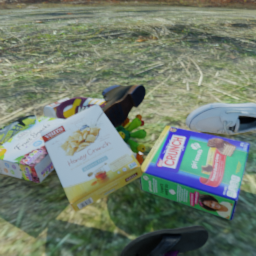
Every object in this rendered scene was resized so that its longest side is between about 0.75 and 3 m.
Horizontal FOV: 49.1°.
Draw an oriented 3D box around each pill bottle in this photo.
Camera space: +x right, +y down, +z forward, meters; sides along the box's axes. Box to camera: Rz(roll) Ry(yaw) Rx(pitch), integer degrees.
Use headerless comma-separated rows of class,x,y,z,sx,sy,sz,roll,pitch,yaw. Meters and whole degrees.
pill bottle,-2.547,-0.711,11.000,0.758,0.758,1.351,23,37,35

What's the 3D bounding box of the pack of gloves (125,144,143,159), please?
pack of gloves,-1.378,0.513,9.047,2.458,0.577,2.925,-22,36,-34

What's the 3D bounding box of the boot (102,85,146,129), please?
boot,-0.549,-0.718,9.371,1.158,0.893,2.389,18,46,40

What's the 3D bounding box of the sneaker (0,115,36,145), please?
sneaker,-3.737,0.045,9.481,1.481,0.566,0.558,-32,6,-7

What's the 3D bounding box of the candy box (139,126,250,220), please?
candy box,1.787,1.052,7.493,2.405,0.926,2.034,12,42,24

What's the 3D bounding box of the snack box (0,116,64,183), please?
snack box,-2.711,0.548,8.665,1.736,0.647,2.441,7,33,23

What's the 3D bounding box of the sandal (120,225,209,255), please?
sandal,0.787,2.394,5.575,1.909,0.718,0.457,-9,27,-14

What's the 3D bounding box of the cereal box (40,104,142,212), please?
cereal box,-1.049,0.634,7.289,1.841,0.506,2.559,-28,51,-12

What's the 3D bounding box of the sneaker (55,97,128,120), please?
sneaker,-1.291,-0.618,10.278,2.663,0.998,1.200,-6,15,-16

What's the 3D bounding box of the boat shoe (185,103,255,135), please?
boat shoe,3.545,-0.201,9.908,2.931,1.055,0.963,-3,36,-13

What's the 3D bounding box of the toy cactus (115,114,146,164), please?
toy cactus,-0.354,0.376,8.935,1.972,1.222,2.390,-7,28,12
